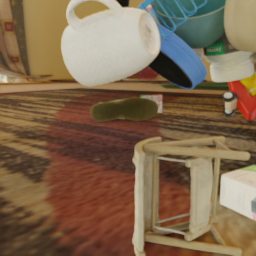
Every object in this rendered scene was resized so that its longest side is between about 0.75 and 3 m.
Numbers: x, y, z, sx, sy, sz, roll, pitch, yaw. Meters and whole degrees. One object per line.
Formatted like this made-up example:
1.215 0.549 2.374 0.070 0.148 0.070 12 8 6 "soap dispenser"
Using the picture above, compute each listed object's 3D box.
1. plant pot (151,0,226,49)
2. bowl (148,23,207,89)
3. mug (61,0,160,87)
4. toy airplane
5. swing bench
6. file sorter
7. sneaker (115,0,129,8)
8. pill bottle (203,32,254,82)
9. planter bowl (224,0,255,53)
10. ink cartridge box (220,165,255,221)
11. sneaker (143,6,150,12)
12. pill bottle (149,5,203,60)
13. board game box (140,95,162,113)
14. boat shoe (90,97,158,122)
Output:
1.761 -2.908 7.185 2.139 2.139 1.441 5 -31 22 "plant pot"
0.862 -1.782 6.989 2.311 0.454 2.311 38 0 0 "bowl"
-0.315 -1.430 4.388 1.318 1.110 1.503 -7 -36 33 "mug"
4.639 -1.922 10.931 2.104 2.969 2.981 -6 7 17 "toy airplane"
0.571 0.690 2.964 1.092 1.086 0.708 0 12 -4 "swing bench"
0.762 -2.322 5.493 1.254 0.769 0.870 -43 16 -10 "file sorter"
-0.190 -3.410 7.287 0.498 1.658 0.865 7 9 -10 "sneaker"
3.106 -2.975 8.778 1.588 2.808 1.588 -13 18 4 "pill bottle"
2.811 -2.145 4.976 1.798 1.798 1.210 -7 29 -32 "planter bowl"
1.929 0.905 3.455 0.789 0.453 1.346 -8 14 -33 "ink cartridge box"
0.399 -2.818 8.666 0.984 1.883 0.709 38 49 0 "sneaker"
1.412 -3.298 9.032 1.499 2.756 1.499 -7 -17 -2 "pill bottle"
0.968 -0.987 11.760 1.007 0.771 0.203 -6 13 -30 "board game box"
-0.159 -0.718 10.228 2.440 0.872 0.802 -6 17 -6 "boat shoe"
